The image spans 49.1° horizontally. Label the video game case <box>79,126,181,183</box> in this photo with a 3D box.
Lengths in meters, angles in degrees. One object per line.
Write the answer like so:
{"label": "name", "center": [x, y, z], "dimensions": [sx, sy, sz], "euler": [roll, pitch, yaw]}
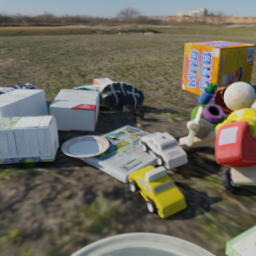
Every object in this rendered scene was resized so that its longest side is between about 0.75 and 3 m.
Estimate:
{"label": "video game case", "center": [-0.021, 0.576, 7.359], "dimensions": [1.953, 0.236, 2.142], "euler": [20, 31, 39]}

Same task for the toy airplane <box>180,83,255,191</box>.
{"label": "toy airplane", "center": [2.852, -0.058, 6.380], "dimensions": [2.947, 2.079, 2.934], "euler": [-19, 3, -4]}

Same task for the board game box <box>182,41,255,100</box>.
{"label": "board game box", "center": [4.011, -2.691, 12.675], "dimensions": [2.163, 2.165, 2.164], "euler": [-12, 26, -27]}

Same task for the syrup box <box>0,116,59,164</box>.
{"label": "syrup box", "center": [-3.034, 0.301, 7.065], "dimensions": [2.328, 0.948, 0.917], "euler": [-4, 20, -5]}

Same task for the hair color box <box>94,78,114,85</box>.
{"label": "hair color box", "center": [-1.078, -1.962, 13.182], "dimensions": [0.742, 0.448, 1.462], "euler": [-9, 25, -19]}

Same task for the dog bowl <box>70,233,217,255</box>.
{"label": "dog bowl", "center": [0.174, 2.180, 2.651], "dimensions": [2.395, 0.883, 2.395], "euler": [1, 23, 0]}

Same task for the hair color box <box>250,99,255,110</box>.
{"label": "hair color box", "center": [4.781, -0.051, 8.011], "dimensions": [1.441, 0.872, 2.882], "euler": [-17, 28, -35]}

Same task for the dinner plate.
{"label": "dinner plate", "center": [-1.077, 0.497, 7.079], "dimensions": [1.175, 0.142, 1.175], "euler": [-1, 25, 0]}

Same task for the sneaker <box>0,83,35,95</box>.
{"label": "sneaker", "center": [-4.106, -1.035, 10.304], "dimensions": [1.479, 0.955, 2.726], "euler": [-9, 21, -15]}

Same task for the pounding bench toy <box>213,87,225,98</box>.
{"label": "pounding bench toy", "center": [3.896, -1.248, 11.289], "dimensions": [0.943, 0.586, 0.735], "euler": [-6, 24, -14]}

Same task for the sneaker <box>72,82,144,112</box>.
{"label": "sneaker", "center": [-0.790, -1.327, 10.842], "dimensions": [2.871, 1.114, 1.239], "euler": [3, 20, 6]}

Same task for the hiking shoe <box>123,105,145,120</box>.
{"label": "hiking shoe", "center": [0.189, -0.503, 9.638], "dimensions": [0.801, 0.403, 0.304], "euler": [22, 47, 18]}

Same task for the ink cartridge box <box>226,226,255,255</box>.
{"label": "ink cartridge box", "center": [2.093, 1.941, 4.068], "dimensions": [0.772, 0.254, 1.061], "euler": [-13, 24, -29]}

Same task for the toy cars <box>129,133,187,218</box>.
{"label": "toy cars", "center": [0.688, 0.737, 6.106], "dimensions": [1.221, 0.603, 2.723], "euler": [5, 30, 10]}

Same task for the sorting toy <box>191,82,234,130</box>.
{"label": "sorting toy", "center": [2.872, -0.796, 8.736], "dimensions": [2.178, 0.894, 1.309], "euler": [-36, 70, -30]}

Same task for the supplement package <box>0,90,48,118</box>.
{"label": "supplement package", "center": [-3.456, -0.392, 8.455], "dimensions": [1.121, 1.135, 1.872], "euler": [5, 23, 22]}

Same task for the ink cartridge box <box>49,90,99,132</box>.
{"label": "ink cartridge box", "center": [-1.723, -0.627, 9.419], "dimensions": [1.403, 0.797, 1.925], "euler": [3, 23, -3]}
